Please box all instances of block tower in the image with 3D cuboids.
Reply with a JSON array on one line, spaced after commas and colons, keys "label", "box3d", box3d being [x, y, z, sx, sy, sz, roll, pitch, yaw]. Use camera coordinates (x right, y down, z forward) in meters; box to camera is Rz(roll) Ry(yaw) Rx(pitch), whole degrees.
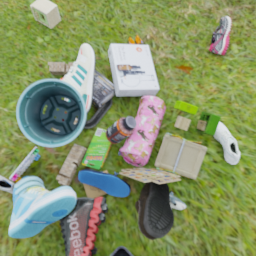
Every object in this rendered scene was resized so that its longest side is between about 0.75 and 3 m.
[{"label": "block tower", "box3d": [-2.709, -2.634, 12.513, 1.648, 0.445, 0.476, 2, 77, 1]}, {"label": "block tower", "box3d": [-2.129, 1.389, 10.527, 0.447, 0.479, 1.656, 19, 64, 9]}]

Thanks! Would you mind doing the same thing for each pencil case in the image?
[{"label": "pencil case", "box3d": [0.588, 0.068, 10.797, 1.196, 1.144, 2.764, 15, 64, 19]}]

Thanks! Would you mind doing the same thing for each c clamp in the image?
[{"label": "c clamp", "box3d": [-1.735, -1.048, 11.890, 1.923, 0.305, 2.251, 26, 64, 7]}]

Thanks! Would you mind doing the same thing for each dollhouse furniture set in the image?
[{"label": "dollhouse furniture set", "box3d": [2.117, 0.451, 10.696, 1.715, 1.314, 2.618, 19, 94, -5]}]

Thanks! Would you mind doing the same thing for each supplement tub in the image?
[{"label": "supplement tub", "box3d": [-0.240, 0.064, 10.129, 0.683, 1.276, 0.683, 19, 56, -30]}]

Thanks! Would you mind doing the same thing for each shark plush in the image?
[{"label": "shark plush", "box3d": [1.438, 2.496, 10.127, 0.570, 0.622, 1.368, -24, 43, -33]}]

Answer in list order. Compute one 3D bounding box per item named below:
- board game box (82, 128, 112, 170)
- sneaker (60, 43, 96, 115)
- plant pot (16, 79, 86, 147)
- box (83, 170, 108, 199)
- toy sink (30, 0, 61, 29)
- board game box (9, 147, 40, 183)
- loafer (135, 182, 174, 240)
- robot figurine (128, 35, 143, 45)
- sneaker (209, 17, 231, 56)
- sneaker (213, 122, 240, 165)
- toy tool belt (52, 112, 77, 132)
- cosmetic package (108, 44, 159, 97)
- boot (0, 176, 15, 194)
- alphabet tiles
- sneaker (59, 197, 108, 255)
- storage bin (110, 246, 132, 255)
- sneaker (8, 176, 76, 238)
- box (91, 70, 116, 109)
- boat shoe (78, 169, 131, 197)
[{"label": "board game box", "box3d": [-1.137, 0.812, 10.897, 0.786, 0.247, 1.645, 13, 62, 17]}, {"label": "sneaker", "box3d": [-2.088, -1.996, 10.965, 1.361, 1.025, 2.911, 5, 83, -21]}, {"label": "plant pot", "box3d": [-2.197, -0.429, 8.624, 1.893, 1.854, 1.893, 0, 91, -5]}, {"label": "box", "box3d": [-1.115, 2.121, 10.362, 1.015, 0.108, 0.829, -20, 65, -9]}, {"label": "toy sink", "box3d": [-4.212, -5.755, 13.861, 1.456, 0.949, 0.816, 34, 69, 15]}, {"label": "board game box", "box3d": [-3.663, 1.378, 10.072, 0.176, 1.359, 1.359, 37, 68, -3]}, {"label": "loafer", "box3d": [0.759, 2.584, 8.866, 1.043, 2.859, 1.020, 42, 109, -4]}, {"label": "robot figurine", "box3d": [0.411, -3.871, 13.267, 0.760, 0.305, 1.048, -18, 65, -7]}, {"label": "sneaker", "box3d": [4.377, -4.441, 13.249, 0.803, 0.867, 2.150, 11, 64, 8]}, {"label": "sneaker", "box3d": [3.853, 0.465, 10.850, 0.648, 0.738, 1.843, -17, 63, -7]}, {"label": "toy tool belt", "box3d": [-2.343, -0.005, 10.520, 0.978, 1.566, 0.962, 15, 83, 1]}, {"label": "cosmetic package", "box3d": [0.207, -2.484, 11.987, 1.760, 0.603, 2.335, -3, 67, -20]}, {"label": "boot", "box3d": [-4.615, 1.968, 10.146, 1.281, 0.612, 0.471, 18, 65, 9]}, {"label": "alphabet tiles", "box3d": [0.725, 1.590, 9.464, 1.620, 1.947, 0.062, -1, 96, -38]}, {"label": "sneaker", "box3d": [-1.666, 3.597, 9.086, 1.445, 1.045, 2.957, 12, 62, 5]}, {"label": "storage bin", "box3d": [-0.394, 4.693, 8.675, 1.157, 0.802, 1.711, 41, 69, 18]}, {"label": "sneaker", "box3d": [-2.854, 2.124, 8.993, 2.924, 1.163, 1.909, -36, 49, 24]}, {"label": "box", "box3d": [-1.382, -1.689, 11.877, 1.504, 0.363, 1.191, 40, 66, 13]}, {"label": "boat shoe", "box3d": [-0.784, 1.834, 10.015, 1.964, 0.674, 0.826, 22, 99, 13]}]
